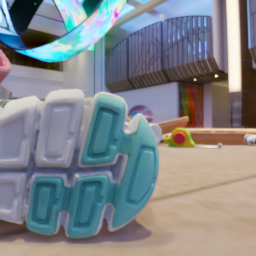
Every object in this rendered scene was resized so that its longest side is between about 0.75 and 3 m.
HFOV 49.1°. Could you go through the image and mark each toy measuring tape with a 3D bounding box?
[{"bbox_3d":[1.798,0.281,7.941,1.638,0.603,0.603,0,1,19],"label":"toy measuring tape"}]

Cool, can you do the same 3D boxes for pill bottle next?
[{"bbox_3d":[0.461,0.206,9.075,0.679,0.679,1.198,0,1,-36],"label":"pill bottle"}]

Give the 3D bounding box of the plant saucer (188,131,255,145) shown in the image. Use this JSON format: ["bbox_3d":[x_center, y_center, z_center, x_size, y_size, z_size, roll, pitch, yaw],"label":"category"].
[{"bbox_3d":[3.192,0.327,10.104,2.678,0.432,2.678,-1,1,0],"label":"plant saucer"}]

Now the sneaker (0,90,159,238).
[{"bbox_3d":[-1.149,0.193,2.224,2.734,1.061,1.247,9,-3,5],"label":"sneaker"}]

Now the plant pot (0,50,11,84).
[{"bbox_3d":[-2.979,-0.666,3.112,2.365,2.116,2.365,43,3,-3],"label":"plant pot"}]

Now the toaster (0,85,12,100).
[{"bbox_3d":[-3.985,-0.384,6.020,2.488,1.477,2.250,0,-12,16],"label":"toaster"}]

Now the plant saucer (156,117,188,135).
[{"bbox_3d":[1.085,0.071,10.869,2.591,0.485,2.591,-13,0,0],"label":"plant saucer"}]

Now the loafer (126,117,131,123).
[{"bbox_3d":[-0.096,0.066,6.496,0.844,0.749,2.220,48,-22,-22],"label":"loafer"}]

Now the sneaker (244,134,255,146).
[{"bbox_3d":[4.161,0.401,8.780,1.041,0.398,0.419,-6,13,-19],"label":"sneaker"}]
